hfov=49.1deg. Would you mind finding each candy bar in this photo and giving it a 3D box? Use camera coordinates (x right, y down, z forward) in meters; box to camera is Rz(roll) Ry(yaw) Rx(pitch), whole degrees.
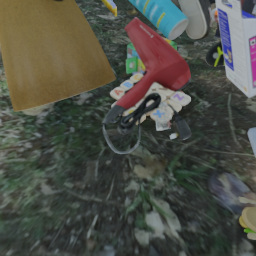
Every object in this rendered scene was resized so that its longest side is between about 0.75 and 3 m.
[{"bbox_3d":[-0.409,-2.626,5.851,0.105,0.236,0.946,0,-1,16],"label":"candy bar"}]

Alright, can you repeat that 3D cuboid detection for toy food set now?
[{"bbox_3d":[2.819,2.058,6.159,0.753,0.219,1.091,12,36,2],"label":"toy food set"}]

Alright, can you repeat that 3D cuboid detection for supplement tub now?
[{"bbox_3d":[2.424,-2.770,6.121,0.886,1.656,0.886,10,23,-4],"label":"supplement tub"}]

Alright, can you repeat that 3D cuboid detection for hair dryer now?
[{"bbox_3d":[0.442,-0.944,5.795,2.106,2.765,0.751,-6,-5,-32],"label":"hair dryer"}]

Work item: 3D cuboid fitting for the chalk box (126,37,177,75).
[{"bbox_3d":[0.754,-2.637,10.826,1.957,1.218,1.212,-30,49,-29],"label":"chalk box"}]

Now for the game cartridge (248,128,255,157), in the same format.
[{"bbox_3d":[4.375,0.446,7.920,1.763,0.357,1.175,4,44,5],"label":"game cartridge"}]

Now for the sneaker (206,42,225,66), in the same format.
[{"bbox_3d":[2.886,-2.075,7.293,1.740,0.656,0.665,-23,-3,16],"label":"sneaker"}]

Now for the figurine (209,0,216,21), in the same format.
[{"bbox_3d":[3.119,-4.074,9.356,1.249,0.551,1.280,-15,56,-3],"label":"figurine"}]

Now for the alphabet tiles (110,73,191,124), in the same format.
[{"bbox_3d":[0.715,-1.112,9.521,2.482,0.185,2.538,32,59,34],"label":"alphabet tiles"}]

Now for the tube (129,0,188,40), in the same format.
[{"bbox_3d":[0.507,-3.677,7.852,0.707,1.087,2.807,-28,72,-39],"label":"tube"}]

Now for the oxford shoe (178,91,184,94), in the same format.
[{"bbox_3d":[1.576,-1.286,9.852,0.385,0.369,1.042,-13,41,-30],"label":"oxford shoe"}]

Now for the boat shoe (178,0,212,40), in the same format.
[{"bbox_3d":[1.794,-3.667,7.758,0.811,2.427,0.692,-6,12,36],"label":"boat shoe"}]

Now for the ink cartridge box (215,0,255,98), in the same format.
[{"bbox_3d":[1.263,-0.970,3.184,0.224,1.210,0.573,-25,38,5],"label":"ink cartridge box"}]

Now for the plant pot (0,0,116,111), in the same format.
[{"bbox_3d":[-2.040,-2.234,7.038,2.742,2.942,2.742,-16,15,4],"label":"plant pot"}]

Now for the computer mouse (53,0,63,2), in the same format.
[{"bbox_3d":[-1.650,-2.813,5.778,0.753,0.173,0.529,42,3,-7],"label":"computer mouse"}]
